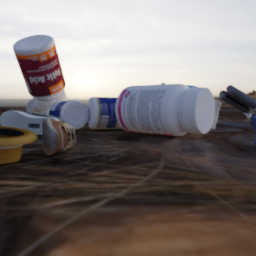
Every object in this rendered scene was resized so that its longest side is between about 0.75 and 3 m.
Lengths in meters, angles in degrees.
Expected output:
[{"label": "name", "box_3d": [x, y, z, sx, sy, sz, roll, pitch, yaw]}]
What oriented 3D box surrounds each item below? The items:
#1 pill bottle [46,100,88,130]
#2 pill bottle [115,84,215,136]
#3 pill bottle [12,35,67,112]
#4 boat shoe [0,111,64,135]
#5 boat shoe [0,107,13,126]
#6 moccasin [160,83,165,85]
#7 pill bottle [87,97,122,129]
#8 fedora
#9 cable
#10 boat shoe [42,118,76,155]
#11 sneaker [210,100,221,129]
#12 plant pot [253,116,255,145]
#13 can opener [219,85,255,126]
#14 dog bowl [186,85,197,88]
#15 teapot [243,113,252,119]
[{"label": "pill bottle", "box_3d": [-2.393, -0.490, 10.621, 1.057, 1.057, 1.903, -4, 5, -36]}, {"label": "pill bottle", "box_3d": [1.109, -0.563, 8.759, 2.803, 1.589, 1.589, 5, 7, 40]}, {"label": "pill bottle", "box_3d": [-3.444, -2.154, 11.354, 1.595, 2.793, 1.595, -4, 39, 3]}, {"label": "boat shoe", "box_3d": [-3.068, -0.119, 9.058, 2.140, 0.757, 0.681, 9, 8, 11]}, {"label": "boat shoe", "box_3d": [-5.147, -0.327, 10.483, 0.830, 0.831, 2.361, -3, 12, 27]}, {"label": "moccasin", "box_3d": [1.820, -1.225, 13.832, 0.830, 2.268, 0.875, 4, 50, 30]}, {"label": "pill bottle", "box_3d": [-0.414, -0.549, 10.540, 2.120, 1.178, 1.178, 0, 5, -23]}, {"label": "fedora", "box_3d": [-2.359, 0.334, 5.134, 1.380, 0.563, 1.380, 5, 9, -1]}, {"label": "cable", "box_3d": [-4.109, -1.091, 14.312, 2.122, 0.735, 2.122, -18, -13, 2]}, {"label": "boat shoe", "box_3d": [-1.519, 0.139, 6.220, 0.732, 0.772, 2.040, 0, 7, -18]}, {"label": "sneaker", "box_3d": [2.242, -0.808, 10.036, 2.069, 1.196, 0.762, 17, 11, 12]}, {"label": "plant pot", "box_3d": [3.439, 0.091, 6.651, 0.817, 0.735, 0.817, 4, 7, 32]}, {"label": "can opener", "box_3d": [4.047, -0.621, 9.395, 2.293, 0.767, 0.612, 23, -40, -25]}, {"label": "dog bowl", "box_3d": [3.155, -0.992, 12.690, 1.432, 0.637, 2.569, 23, -11, 30]}, {"label": "teapot", "box_3d": [6.789, -0.865, 14.034, 1.553, 1.135, 1.533, -4, 7, -25]}]
